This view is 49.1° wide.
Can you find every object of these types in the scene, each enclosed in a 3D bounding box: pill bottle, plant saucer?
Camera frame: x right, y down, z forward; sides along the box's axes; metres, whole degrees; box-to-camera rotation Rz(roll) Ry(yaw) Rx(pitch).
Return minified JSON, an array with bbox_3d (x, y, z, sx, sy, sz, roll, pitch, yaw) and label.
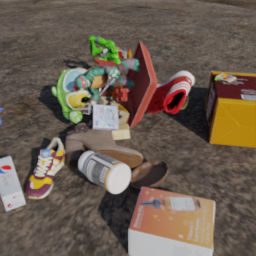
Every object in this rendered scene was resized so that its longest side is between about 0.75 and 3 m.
[{"bbox_3d":[-0.734,1.249,8.225,0.894,0.894,1.536,-29,33,-36],"label":"pill bottle"},{"bbox_3d":[0.439,-1.660,11.049,0.460,2.507,2.502,6,48,-18],"label":"plant saucer"},{"bbox_3d":[0.679,1.526,8.910,1.338,0.230,1.338,-21,25,10],"label":"plant saucer"}]

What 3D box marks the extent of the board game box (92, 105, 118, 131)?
[{"bbox_3d":[-0.822,-0.371,10.135,0.918,0.189,0.920,5,65,-15],"label":"board game box"}]

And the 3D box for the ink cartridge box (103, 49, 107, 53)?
[{"bbox_3d":[-1.268,-4.820,18.430,0.667,0.390,1.149,-22,40,-26],"label":"ink cartridge box"}]

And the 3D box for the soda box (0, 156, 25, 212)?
[{"bbox_3d":[-3.710,1.677,8.698,0.573,0.613,1.799,-18,38,-24],"label":"soda box"}]

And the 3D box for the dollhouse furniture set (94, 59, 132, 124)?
[{"bbox_3d":[-0.530,-1.580,11.815,1.188,1.572,2.922,-1,35,-39],"label":"dollhouse furniture set"}]

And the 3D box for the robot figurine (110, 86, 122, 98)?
[{"bbox_3d":[-0.591,-1.747,13.600,0.773,0.953,1.325,18,21,-35],"label":"robot figurine"}]

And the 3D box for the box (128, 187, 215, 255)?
[{"bbox_3d":[1.106,2.520,7.085,1.943,1.033,1.479,8,35,12],"label":"box"}]

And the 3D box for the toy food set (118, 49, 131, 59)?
[{"bbox_3d":[-0.441,-4.972,18.477,1.325,0.596,0.633,23,41,30],"label":"toy food set"}]

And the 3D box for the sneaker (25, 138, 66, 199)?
[{"bbox_3d":[-2.689,1.240,8.990,0.826,0.993,2.203,5,35,7],"label":"sneaker"}]

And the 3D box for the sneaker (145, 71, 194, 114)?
[{"bbox_3d":[1.309,-1.038,10.848,1.043,2.663,1.538,38,48,-9],"label":"sneaker"}]

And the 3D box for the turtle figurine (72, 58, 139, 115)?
[{"bbox_3d":[-0.888,-1.689,10.179,2.758,2.064,1.388,-26,78,-36],"label":"turtle figurine"}]

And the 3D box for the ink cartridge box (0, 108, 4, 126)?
[{"bbox_3d":[-6.219,0.159,10.941,1.775,0.624,2.975,2,37,2],"label":"ink cartridge box"}]

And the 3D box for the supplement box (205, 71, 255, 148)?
[{"bbox_3d":[4.675,-0.799,11.214,2.754,1.854,2.792,5,35,8],"label":"supplement box"}]

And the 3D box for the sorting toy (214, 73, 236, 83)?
[{"bbox_3d":[3.840,-1.989,11.191,0.844,0.124,0.624,-26,42,-34],"label":"sorting toy"}]

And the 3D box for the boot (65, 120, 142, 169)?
[{"bbox_3d":[-0.895,0.464,10.015,2.922,1.026,2.137,-1,39,7],"label":"boot"}]

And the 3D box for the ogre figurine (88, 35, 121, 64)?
[{"bbox_3d":[-1.112,-3.620,13.829,1.303,1.066,2.173,-12,55,-26],"label":"ogre figurine"}]

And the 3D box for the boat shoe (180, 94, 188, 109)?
[{"bbox_3d":[2.180,-1.211,11.240,0.432,0.372,1.184,6,62,4],"label":"boat shoe"}]

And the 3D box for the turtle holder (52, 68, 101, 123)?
[{"bbox_3d":[-2.050,-1.435,11.269,1.556,1.665,2.191,-2,38,35],"label":"turtle holder"}]

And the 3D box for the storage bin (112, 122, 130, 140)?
[{"bbox_3d":[-0.433,0.022,11.295,0.924,0.436,0.930,-5,35,-4],"label":"storage bin"}]
